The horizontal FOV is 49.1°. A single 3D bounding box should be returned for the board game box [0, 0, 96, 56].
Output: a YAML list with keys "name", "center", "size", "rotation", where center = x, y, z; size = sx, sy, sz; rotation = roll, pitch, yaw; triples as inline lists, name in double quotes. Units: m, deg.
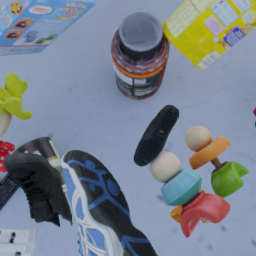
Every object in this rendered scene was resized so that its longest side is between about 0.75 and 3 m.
- name: "board game box"
  center: [-2.099, -2.374, 6.342]
  size: [2.317, 1.753, 0.424]
  rotation: [-23, 93, 35]

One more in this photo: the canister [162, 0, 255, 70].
- name: "canister"
  center: [2.053, -2.562, 6.360]
  size: [1.626, 2.189, 0.948]
  rotation: [34, 34, -26]

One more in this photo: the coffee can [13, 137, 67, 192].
- name: "coffee can"
  center: [-2.346, 1.181, 7.794]
  size: [1.126, 1.126, 1.538]
  rotation: [-30, 79, -6]

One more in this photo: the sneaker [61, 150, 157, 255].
- name: "sneaker"
  center: [-0.484, 1.569, 4.426]
  size: [0.994, 0.977, 2.580]
  rotation: [-32, 79, 23]

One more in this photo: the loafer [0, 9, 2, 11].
- name: "loafer"
  center: [-3.608, -3.675, 9.242]
  size: [1.487, 0.468, 0.535]
  rotation: [0, 77, 0]

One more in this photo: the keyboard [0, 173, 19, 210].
- name: "keyboard"
  center: [-3.703, 1.770, 8.165]
  size: [0.751, 0.160, 1.250]
  rotation: [36, 79, 8]

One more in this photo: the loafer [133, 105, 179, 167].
- name: "loafer"
  center: [0.446, 0.123, 4.479]
  size: [0.372, 0.384, 1.095]
  rotation: [31, 93, -5]

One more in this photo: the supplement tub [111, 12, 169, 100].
- name: "supplement tub"
  center: [0.319, -1.866, 7.614]
  size: [1.506, 2.815, 1.506]
  rotation: [0, 77, 0]

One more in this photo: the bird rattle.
- name: "bird rattle"
  center: [-3.160, -0.215, 6.062]
  size: [1.894, 1.309, 2.324]
  rotation: [28, 112, -23]

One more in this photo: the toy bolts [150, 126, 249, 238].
- name: "toy bolts"
  center: [1.016, 0.941, 5.094]
  size: [1.837, 1.924, 1.334]
  rotation: [-43, 80, 30]

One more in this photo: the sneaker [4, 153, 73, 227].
- name: "sneaker"
  center: [-1.753, 1.360, 5.734]
  size: [0.667, 2.222, 1.159]
  rotation: [-13, 65, 5]

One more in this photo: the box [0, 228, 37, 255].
- name: "box"
  center: [-2.364, 2.235, 5.354]
  size: [1.106, 0.645, 0.333]
  rotation: [11, 36, -20]

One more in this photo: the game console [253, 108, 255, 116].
- name: "game console"
  center: [3.881, -0.400, 6.418]
  size: [1.262, 0.869, 1.465]
  rotation: [47, 114, 10]
